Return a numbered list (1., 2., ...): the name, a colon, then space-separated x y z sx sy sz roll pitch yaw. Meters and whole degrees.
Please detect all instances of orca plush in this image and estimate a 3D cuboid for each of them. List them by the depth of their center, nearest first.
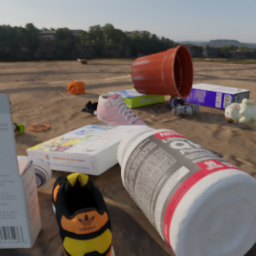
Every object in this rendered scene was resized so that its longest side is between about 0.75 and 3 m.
1. orca plush: -0.982 -1.016 12.117 1.319 0.891 2.506 -15 23 -38

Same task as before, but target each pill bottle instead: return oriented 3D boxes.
1. pill bottle: 0.808 0.939 4.980 1.561 1.561 2.820 -7 20 -21

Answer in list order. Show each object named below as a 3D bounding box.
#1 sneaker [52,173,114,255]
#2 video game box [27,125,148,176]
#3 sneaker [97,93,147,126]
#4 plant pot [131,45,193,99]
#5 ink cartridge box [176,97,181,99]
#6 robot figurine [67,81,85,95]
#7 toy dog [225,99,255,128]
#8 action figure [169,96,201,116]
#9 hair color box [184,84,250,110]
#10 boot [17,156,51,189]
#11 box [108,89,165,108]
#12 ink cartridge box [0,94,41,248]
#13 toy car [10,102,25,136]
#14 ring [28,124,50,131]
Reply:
1. sneaker: -0.824 1.190 4.834 0.931 1.198 2.661 -6 19 -17
2. video game box: -0.980 0.479 7.560 2.269 0.583 2.491 3 17 32
3. sneaker: -0.235 -0.533 9.638 2.112 1.104 0.795 25 38 29
4. plant pot: 1.499 -2.423 12.746 2.256 2.320 2.320 1 16 34
5. ink cartridge box: 2.756 -1.869 15.063 0.404 0.693 0.957 9 20 27
6. robot figurine: -3.058 -2.410 16.666 0.916 0.742 1.273 8 20 28
7. toy dog: 3.968 -0.499 9.475 1.303 0.909 1.264 11 -11 19
8. action figure: 2.420 -0.880 12.166 1.223 0.652 1.879 1 19 -11
9. hair color box: 4.323 -1.560 13.845 1.496 0.887 2.737 -14 21 -38
10. boot: -2.819 1.237 5.594 2.402 0.874 1.085 -4 30 -1
11. box: 0.428 -1.566 14.233 2.614 0.623 1.594 -14 23 -37
12. ink cartridge box: -2.962 0.674 4.279 2.904 2.520 0.632 0 18 -1
13. toy car: -4.200 -0.317 9.564 0.901 1.142 0.938 14 23 37
14. ring: -3.284 -0.003 10.350 0.760 0.073 0.760 0 17 0
